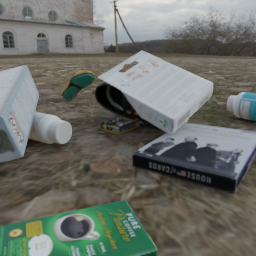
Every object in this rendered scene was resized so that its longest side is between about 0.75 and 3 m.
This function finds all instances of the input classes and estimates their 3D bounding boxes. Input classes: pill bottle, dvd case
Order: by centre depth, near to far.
[{"bbox_3d":[1.575,0.432,5.874,1.940,0.319,2.581,10,20,32],"label":"dvd case"},{"bbox_3d":[-1.939,0.011,6.623,1.178,0.674,0.674,11,20,30],"label":"pill bottle"},{"bbox_3d":[3.796,-0.639,8.490,0.809,0.809,1.460,-16,24,-42],"label":"pill bottle"}]

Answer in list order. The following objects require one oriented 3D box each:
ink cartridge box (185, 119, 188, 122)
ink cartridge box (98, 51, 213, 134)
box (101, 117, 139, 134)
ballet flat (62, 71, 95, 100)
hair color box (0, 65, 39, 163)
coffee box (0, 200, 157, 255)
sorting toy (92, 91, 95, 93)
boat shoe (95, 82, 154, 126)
[{"bbox_3d":[1.395,-0.352,8.300,0.698,0.401,0.961,6,18,18],"label":"ink cartridge box"},{"bbox_3d":[0.675,-0.989,6.954,2.271,0.569,1.827,31,51,27],"label":"ink cartridge box"},{"bbox_3d":[-0.218,-0.089,7.785,0.684,0.211,0.857,15,22,36],"label":"box"},{"bbox_3d":[-2.003,-1.839,10.979,0.741,0.680,2.158,22,-33,-33],"label":"ballet flat"},{"bbox_3d":[-2.903,-0.347,5.963,1.483,0.908,2.996,-16,30,-3],"label":"hair color box"},{"bbox_3d":[-0.596,1.296,2.975,1.599,0.352,0.983,-7,19,-20],"label":"coffee box"},{"bbox_3d":[-1.298,-1.740,13.303,0.868,0.147,0.418,-7,18,-20],"label":"sorting toy"},{"bbox_3d":[0.195,-0.657,7.996,2.851,1.043,0.893,26,31,38],"label":"boat shoe"}]
